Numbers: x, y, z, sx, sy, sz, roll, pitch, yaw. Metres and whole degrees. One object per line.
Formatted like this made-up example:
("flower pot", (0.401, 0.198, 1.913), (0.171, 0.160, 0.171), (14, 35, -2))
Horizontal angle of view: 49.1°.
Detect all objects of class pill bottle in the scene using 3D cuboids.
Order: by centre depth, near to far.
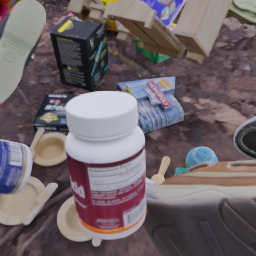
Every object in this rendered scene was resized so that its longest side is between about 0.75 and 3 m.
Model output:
("pill bottle", (-0.166, 0.290, 2.206), (0.601, 1.052, 0.601), (-2, 26, 1))
("pill bottle", (-1.884, 0.416, 3.373), (1.240, 0.689, 0.689), (19, 31, -43))
("pill bottle", (-0.634, -4.311, 10.410), (2.317, 1.266, 1.266), (19, 50, 17))

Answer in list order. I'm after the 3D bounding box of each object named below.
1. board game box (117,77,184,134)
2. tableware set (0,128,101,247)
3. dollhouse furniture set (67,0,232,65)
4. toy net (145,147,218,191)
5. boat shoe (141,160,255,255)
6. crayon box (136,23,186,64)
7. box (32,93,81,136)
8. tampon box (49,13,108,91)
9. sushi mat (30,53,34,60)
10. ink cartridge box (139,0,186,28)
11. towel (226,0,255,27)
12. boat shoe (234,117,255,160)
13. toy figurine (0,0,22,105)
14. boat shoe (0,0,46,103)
("board game box", (0.767, -0.782, 7.651), (1.651, 0.510, 1.652), (-19, 50, -16))
("tableware set", (-1.330, 1.104, 6.016), (2.946, 0.342, 2.461), (11, 48, 9))
("dollhouse furniture set", (0.353, -1.839, 4.258), (2.321, 1.203, 1.028), (26, 95, 33))
("toy net", (1.022, 1.179, 5.906), (2.451, 0.473, 1.286), (-20, 53, -16))
("boat shoe", (1.243, 0.682, 2.291), (1.050, 1.108, 2.926), (-33, 15, -34))
("crayon box", (1.274, -2.952, 9.660), (1.764, 0.514, 1.048), (-31, 54, -26))
("box", (-1.542, -0.352, 7.351), (1.558, 0.358, 1.239), (4, 47, 4))
("tampon box", (-1.336, -2.223, 8.149), (1.093, 1.732, 1.298), (15, 49, 14))
("sushi mat", (-3.765, -2.879, 9.879), (0.863, 0.109, 1.804), (-10, 48, -8))
("ink cartridge box", (0.731, -3.404, 6.610), (1.499, 1.485, 0.325), (30, 15, -13))
("towel", (2.478, -1.857, 3.928), (2.002, 0.365, 1.485), (-36, 58, -21))
("boat shoe", (1.746, 0.130, 2.707), (0.557, 0.618, 1.749), (-6, 3, -36))
("toy figurine", (-2.442, -1.451, 4.482), (1.899, 2.328, 2.529), (8, 16, -26))
("boat shoe", (-1.561, -0.913, 3.554), (1.580, 0.562, 0.494), (-57, 30, 5))
